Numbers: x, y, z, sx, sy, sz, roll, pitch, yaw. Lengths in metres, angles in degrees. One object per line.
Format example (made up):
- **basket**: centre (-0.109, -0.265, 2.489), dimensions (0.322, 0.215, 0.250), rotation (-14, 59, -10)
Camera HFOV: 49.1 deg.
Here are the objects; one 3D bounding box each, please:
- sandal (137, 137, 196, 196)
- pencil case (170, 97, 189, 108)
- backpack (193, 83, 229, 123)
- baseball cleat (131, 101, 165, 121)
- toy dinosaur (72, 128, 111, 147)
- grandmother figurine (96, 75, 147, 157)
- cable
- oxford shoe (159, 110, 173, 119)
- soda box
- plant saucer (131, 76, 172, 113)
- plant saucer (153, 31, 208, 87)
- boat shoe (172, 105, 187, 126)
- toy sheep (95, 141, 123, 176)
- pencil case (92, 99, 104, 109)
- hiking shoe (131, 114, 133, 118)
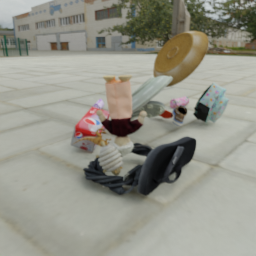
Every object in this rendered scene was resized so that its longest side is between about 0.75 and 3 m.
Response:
- **sandal**: centre (1.116, 0.812, 6.794), dimensions (0.559, 0.992, 2.609), rotation (19, 29, 34)
- **pencil case**: centre (2.549, -1.282, 13.928), dimensions (1.115, 0.487, 0.487), rotation (-14, 23, -40)
- **backpack**: centre (3.368, -0.995, 11.154), dimensions (1.095, 1.428, 1.256), rotation (25, -16, 20)
- **baseball cleat**: centre (0.529, -0.849, 10.633), dimensions (2.140, 0.746, 1.139), rotation (-10, 42, 37)
- **toy dinosaur**: centre (-0.909, 0.346, 8.164), dimensions (1.253, 0.666, 0.379), rotation (20, -22, -9)
- **grandmother figurine**: centre (-0.158, -0.268, 7.175), dimensions (1.278, 2.107, 0.638), rotation (4, 17, 21)
- **cable**: centre (-0.115, 0.986, 7.304), dimensions (1.750, 0.545, 2.144), rotation (4, 24, 28)
- **oxford shoe**: centre (1.490, -0.613, 11.805), dimensions (1.003, 0.357, 0.364), rotation (16, 14, 34)
- **soda box**: centre (-1.206, -0.020, 9.483), dimensions (0.781, 0.707, 2.230), rotation (17, 21, 0)
- **plant saucer**: centre (0.566, -1.184, 9.184), dimensions (1.916, 0.481, 1.916), rotation (-39, 8, 6)
- **plant saucer**: centre (1.788, -2.693, 10.479), dimensions (0.446, 2.517, 2.517), rotation (34, -1, -33)
- **boat shoe**: centre (2.043, -0.571, 10.799), dimensions (0.526, 0.527, 1.455), rotation (26, 27, -4)
- **toy sheep**: centre (-0.443, 0.723, 6.607), dimensions (0.611, 0.886, 0.611), rotation (-30, 3, 2)
- **pencil case**: centre (-1.442, -1.070, 13.403), dimensions (0.410, 0.418, 0.978), rotation (-1, 17, 7)
- **hiking shoe**: centre (-0.079, -0.227, 10.288), dimensions (0.286, 0.768, 0.333), rotation (29, 33, 29)
